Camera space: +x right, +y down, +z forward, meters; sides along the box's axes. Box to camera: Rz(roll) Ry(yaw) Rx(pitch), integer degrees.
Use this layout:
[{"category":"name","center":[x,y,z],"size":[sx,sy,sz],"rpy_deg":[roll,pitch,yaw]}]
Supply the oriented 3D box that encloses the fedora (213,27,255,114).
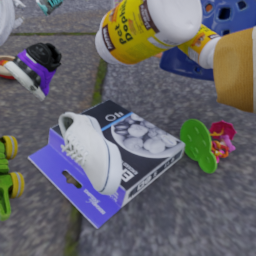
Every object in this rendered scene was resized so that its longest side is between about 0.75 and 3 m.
[{"category":"fedora","center":[1.837,-0.879,4.330],"size":[0.892,2.187,2.187],"rpy_deg":[-1,36,26]}]

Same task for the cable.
[{"category":"cable","center":[-3.723,-2.689,6.393],"size":[2.064,2.063,0.714],"rpy_deg":[-47,17,4]}]

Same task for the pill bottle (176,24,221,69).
[{"category":"pill bottle","center":[1.445,-1.568,5.388],"size":[0.626,0.626,1.146],"rpy_deg":[-20,50,-23]}]

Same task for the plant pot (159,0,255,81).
[{"category":"plant pot","center":[2.654,-2.279,6.606],"size":[2.408,2.679,2.678],"rpy_deg":[30,27,27]}]

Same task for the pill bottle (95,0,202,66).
[{"category":"pill bottle","center":[0.242,-1.951,5.466],"size":[1.198,1.198,2.192],"rpy_deg":[-32,13,-33]}]

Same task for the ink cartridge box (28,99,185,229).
[{"category":"ink cartridge box","center":[-0.604,0.589,7.160],"size":[2.918,0.639,2.945],"rpy_deg":[33,51,32]}]

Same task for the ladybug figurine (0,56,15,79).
[{"category":"ladybug figurine","center":[-4.505,-2.246,10.582],"size":[1.574,0.566,1.068],"rpy_deg":[20,44,15]}]

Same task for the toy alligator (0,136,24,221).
[{"category":"toy alligator","center":[-1.557,0.208,3.053],"size":[0.560,0.406,1.691],"rpy_deg":[6,57,-47]}]

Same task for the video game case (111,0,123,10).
[{"category":"video game case","center":[0.299,-4.944,9.969],"size":[2.055,1.471,0.185],"rpy_deg":[-23,48,-24]}]

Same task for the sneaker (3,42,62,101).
[{"category":"sneaker","center":[-1.467,-0.996,4.817],"size":[0.591,1.700,0.845],"rpy_deg":[42,83,-8]}]

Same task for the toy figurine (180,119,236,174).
[{"category":"toy figurine","center":[2.320,0.348,7.340],"size":[1.349,1.100,1.466],"rpy_deg":[-12,62,-28]}]

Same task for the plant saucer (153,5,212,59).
[{"category":"plant saucer","center":[1.106,-3.071,7.525],"size":[2.363,2.363,0.442],"rpy_deg":[14,25,16]}]

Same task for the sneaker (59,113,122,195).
[{"category":"sneaker","center":[-0.779,0.394,4.913],"size":[0.767,0.791,2.167],"rpy_deg":[12,19,-29]}]

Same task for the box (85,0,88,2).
[{"category":"box","center":[-1.254,-4.722,9.243],"size":[0.441,0.530,1.289],"rpy_deg":[34,41,-23]}]

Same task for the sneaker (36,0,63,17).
[{"category":"sneaker","center":[-2.191,-3.639,8.041],"size":[0.635,0.540,1.391],"rpy_deg":[-27,32,14]}]
